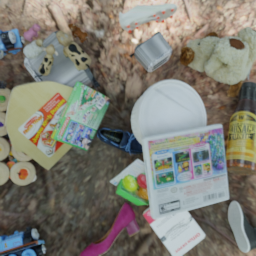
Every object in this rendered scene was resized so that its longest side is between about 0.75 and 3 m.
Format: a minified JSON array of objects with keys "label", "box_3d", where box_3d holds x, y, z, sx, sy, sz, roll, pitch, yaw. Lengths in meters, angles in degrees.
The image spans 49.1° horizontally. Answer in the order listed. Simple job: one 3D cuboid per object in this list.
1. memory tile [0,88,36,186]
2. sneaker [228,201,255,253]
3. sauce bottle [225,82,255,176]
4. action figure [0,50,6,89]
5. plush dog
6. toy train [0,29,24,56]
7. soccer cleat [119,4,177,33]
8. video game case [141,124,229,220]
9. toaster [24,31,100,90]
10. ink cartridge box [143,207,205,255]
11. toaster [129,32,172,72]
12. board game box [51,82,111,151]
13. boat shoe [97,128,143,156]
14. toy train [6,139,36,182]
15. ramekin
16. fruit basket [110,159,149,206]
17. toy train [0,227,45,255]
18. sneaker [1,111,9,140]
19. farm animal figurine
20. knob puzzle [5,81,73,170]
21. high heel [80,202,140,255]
[{"label":"memory tile","box_3d":[-3.421,0.231,7.357,2.038,0.223,2.660,4,94,-19]},{"label":"sneaker","box_3d":[3.126,2.617,7.489,0.641,0.457,1.292,9,57,-27]},{"label":"sauce bottle","box_3d":[3.279,-0.034,7.897,0.875,0.875,2.651,11,70,3]},{"label":"action figure","box_3d":[-3.623,-1.710,6.922,0.890,1.037,1.745,-42,73,34]},{"label":"plush dog","box_3d":[2.540,-2.029,8.155,1.919,1.793,2.234,30,42,28]},{"label":"toy train","box_3d":[-4.029,-2.514,8.394,1.703,0.973,0.738,-12,96,-2]},{"label":"soccer cleat","box_3d":[0.624,-3.678,8.935,1.905,0.660,0.739,-19,74,-2]},{"label":"video game case","box_3d":[1.440,1.019,6.803,2.136,0.253,1.945,-9,96,-18]},{"label":"toaster","box_3d":[-1.951,-1.586,8.116,1.373,1.208,2.126,-38,88,-5]},{"label":"ink cartridge box","box_3d":[1.186,2.528,7.386,0.992,0.578,1.371,-37,79,-3]},{"label":"toaster","box_3d":[0.738,-2.266,8.543,1.228,0.698,0.793,-36,81,-9]},{"label":"board game box","box_3d":[-1.276,-0.288,7.747,1.115,0.241,1.657,26,90,-38]},{"label":"boat shoe","box_3d":[-0.149,0.401,7.957,1.560,0.536,0.657,10,76,2]},{"label":"toy train","box_3d":[-2.953,0.743,7.939,1.130,0.418,1.504,6,76,2]},{"label":"ramekin","box_3d":[1.019,-0.214,7.607,2.060,0.959,2.060,2,86,-21]},{"label":"fruit basket","box_3d":[0.382,1.410,7.249,1.295,1.399,0.656,33,38,-12]},{"label":"toy train","box_3d":[-2.953,3.162,7.228,1.573,0.682,0.899,-17,71,-4]},{"label":"sneaker","box_3d":[-4.188,0.189,7.648,2.416,0.883,1.351,-27,106,-8]},{"label":"farm animal figurine","box_3d":[-1.793,-1.993,7.020,1.645,0.827,1.328,-8,96,-10]},{"label":"knob puzzle","box_3d":[-2.221,-0.269,7.484,2.486,2.486,0.345,-48,37,-10]},{"label":"high heel","box_3d":[-0.585,2.705,7.358,1.752,0.591,0.842,-24,87,-21]}]
